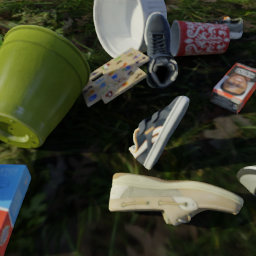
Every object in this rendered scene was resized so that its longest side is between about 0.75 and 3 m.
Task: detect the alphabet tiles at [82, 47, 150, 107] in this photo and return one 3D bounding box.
[{"bbox_3d":[-0.443,-1.655,8.875,2.337,0.106,2.796,-33,31,0],"label":"alphabet tiles"}]

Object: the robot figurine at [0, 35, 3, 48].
[{"bbox_3d":[-5.376,-2.427,9.424,1.645,2.495,2.843,5,65,36],"label":"robot figurine"}]

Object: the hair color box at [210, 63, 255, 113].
[{"bbox_3d":[3.702,-1.405,9.488,0.997,0.601,1.964,28,52,24],"label":"hair color box"}]

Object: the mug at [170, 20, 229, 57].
[{"bbox_3d":[2.809,-3.712,11.318,2.053,1.369,1.822,-2,47,-7],"label":"mug"}]

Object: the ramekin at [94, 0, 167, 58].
[{"bbox_3d":[0.121,-4.216,10.790,1.534,2.922,2.922,-25,49,-35],"label":"ramekin"}]

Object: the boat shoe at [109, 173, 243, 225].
[{"bbox_3d":[1.027,1.673,6.204,2.887,1.042,0.938,8,69,5],"label":"boat shoe"}]

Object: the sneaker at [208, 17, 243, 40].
[{"bbox_3d":[3.913,-4.456,12.346,2.307,0.915,0.853,-3,47,-1],"label":"sneaker"}]

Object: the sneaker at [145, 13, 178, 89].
[{"bbox_3d":[1.035,-2.451,8.829,0.936,2.463,1.780,-2,12,-1],"label":"sneaker"}]

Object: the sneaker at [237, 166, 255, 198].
[{"bbox_3d":[3.395,1.720,6.205,0.917,0.855,2.313,-32,53,-22],"label":"sneaker"}]

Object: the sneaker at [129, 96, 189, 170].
[{"bbox_3d":[0.681,0.017,6.960,0.847,2.134,0.837,35,27,16],"label":"sneaker"}]

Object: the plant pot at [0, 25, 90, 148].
[{"bbox_3d":[-2.752,-0.933,7.838,2.688,2.688,2.588,10,58,10],"label":"plant pot"}]

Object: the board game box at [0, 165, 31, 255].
[{"bbox_3d":[-3.860,1.741,6.288,2.713,0.547,2.076,1,42,1],"label":"board game box"}]
